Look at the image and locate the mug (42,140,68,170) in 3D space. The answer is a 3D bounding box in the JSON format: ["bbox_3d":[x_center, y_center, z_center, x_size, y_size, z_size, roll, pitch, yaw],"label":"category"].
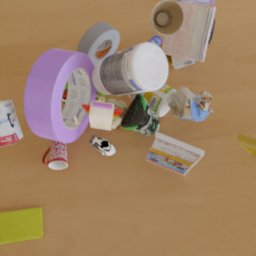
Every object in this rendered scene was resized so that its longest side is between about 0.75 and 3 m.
[{"bbox_3d":[-2.432,0.850,9.370,0.814,0.612,0.917,5,55,-19],"label":"mug"}]

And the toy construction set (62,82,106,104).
[{"bbox_3d":[-1.723,-1.565,10.498,2.455,1.131,1.610,8,71,7],"label":"toy construction set"}]

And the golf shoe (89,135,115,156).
[{"bbox_3d":[-0.727,0.647,9.030,0.554,1.173,0.456,13,77,42],"label":"golf shoe"}]

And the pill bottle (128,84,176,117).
[{"bbox_3d":[0.687,-1.378,10.387,2.008,1.115,1.115,35,68,19],"label":"pill bottle"}]

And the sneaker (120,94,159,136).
[{"bbox_3d":[0.530,-0.330,9.000,1.232,2.891,1.128,28,94,0],"label":"sneaker"}]

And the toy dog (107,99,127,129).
[{"bbox_3d":[-0.496,-0.472,10.062,0.728,1.012,1.043,24,109,6],"label":"toy dog"}]

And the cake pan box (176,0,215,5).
[{"bbox_3d":[3.136,-6.587,13.453,1.819,0.476,1.675,-10,66,-5],"label":"cake pan box"}]

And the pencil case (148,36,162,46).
[{"bbox_3d":[0.746,-2.618,8.723,0.353,0.317,0.813,50,48,-10],"label":"pencil case"}]

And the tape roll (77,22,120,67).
[{"bbox_3d":[-1.051,-2.962,10.079,1.611,1.611,0.532,-40,74,-18],"label":"tape roll"}]

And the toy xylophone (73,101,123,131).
[{"bbox_3d":[-0.956,-0.324,8.395,1.338,1.828,0.459,10,77,-11],"label":"toy xylophone"}]

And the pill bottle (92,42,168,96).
[{"bbox_3d":[-0.055,-1.648,8.395,1.330,2.338,1.330,0,91,-37],"label":"pill bottle"}]

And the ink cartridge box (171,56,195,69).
[{"bbox_3d":[2.131,-3.208,11.329,0.828,0.383,1.520,-15,66,21],"label":"ink cartridge box"}]

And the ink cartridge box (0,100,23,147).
[{"bbox_3d":[-3.491,-0.158,7.946,0.486,0.855,1.173,-12,103,-2],"label":"ink cartridge box"}]

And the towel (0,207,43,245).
[{"bbox_3d":[-3.762,3.095,8.680,2.199,0.199,0.946,-8,68,-5],"label":"towel"}]

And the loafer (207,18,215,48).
[{"bbox_3d":[2.904,-3.481,10.562,0.577,1.643,0.558,-33,64,-27],"label":"loafer"}]

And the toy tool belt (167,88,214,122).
[{"bbox_3d":[2.338,-0.630,9.640,1.818,1.135,1.117,4,41,-33],"label":"toy tool belt"}]

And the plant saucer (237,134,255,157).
[{"bbox_3d":[3.286,0.558,7.220,0.862,0.862,0.209,39,87,-21],"label":"plant saucer"}]

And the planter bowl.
[{"bbox_3d":[1.274,-3.803,9.756,1.145,1.145,0.771,-3,18,-9],"label":"planter bowl"}]

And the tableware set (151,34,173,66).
[{"bbox_3d":[1.353,-2.808,11.547,1.451,0.330,2.153,19,63,-9],"label":"tableware set"}]

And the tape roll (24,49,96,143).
[{"bbox_3d":[-1.949,-0.959,8.578,0.901,2.745,2.745,13,63,16],"label":"tape roll"}]

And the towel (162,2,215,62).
[{"bbox_3d":[2.138,-3.574,10.405,1.882,1.971,0.318,25,31,34],"label":"towel"}]

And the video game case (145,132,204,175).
[{"bbox_3d":[1.350,0.864,8.690,1.445,2.021,0.176,22,64,5],"label":"video game case"}]
